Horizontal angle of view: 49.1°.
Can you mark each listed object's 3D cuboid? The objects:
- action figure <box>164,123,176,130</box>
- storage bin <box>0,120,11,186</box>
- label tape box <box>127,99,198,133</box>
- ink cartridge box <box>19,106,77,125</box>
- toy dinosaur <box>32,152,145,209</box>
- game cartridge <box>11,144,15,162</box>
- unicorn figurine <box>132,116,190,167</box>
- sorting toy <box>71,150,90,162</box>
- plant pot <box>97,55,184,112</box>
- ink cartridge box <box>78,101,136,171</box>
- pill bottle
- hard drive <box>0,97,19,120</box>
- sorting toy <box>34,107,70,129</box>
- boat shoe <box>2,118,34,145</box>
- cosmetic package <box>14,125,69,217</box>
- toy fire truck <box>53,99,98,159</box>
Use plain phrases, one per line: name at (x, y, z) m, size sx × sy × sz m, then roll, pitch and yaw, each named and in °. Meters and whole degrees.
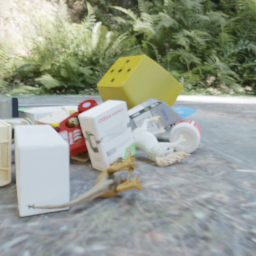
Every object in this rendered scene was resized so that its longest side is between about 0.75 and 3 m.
action figure at (1.180, -0.657, 13.765) m, size 2.718 × 1.387 × 1.616 m, roll 12°, pitch 21°, yaw 12°
storage bin at (-3.268, 0.569, 6.685) m, size 0.666 × 1.410 × 1.420 m, roll -1°, pitch 7°, yaw -33°
label tape box at (0.851, -0.445, 10.715) m, size 2.936 × 0.929 × 2.117 m, roll -28°, pitch 12°, yaw -2°
ink cartridge box at (-3.165, -0.276, 12.369) m, size 2.903 × 1.219 × 2.102 m, roll -8°, pitch 12°, yaw -41°
toy dinosaur at (-0.456, 1.200, 5.783) m, size 1.401 × 0.797 × 2.638 m, roll -29°, pitch -3°, yaw 24°
game cartridge at (-4.001, 0.822, 8.753) m, size 1.066 × 0.316 × 1.644 m, roll -9°, pitch 12°, yaw -23°
unicorn figurine at (0.594, 0.410, 8.659) m, size 1.678 × 0.902 × 2.444 m, roll -30°, pitch 31°, yaw -21°
sorting toy at (-1.240, 0.515, 9.093) m, size 2.369 × 0.317 × 1.765 m, roll 10°, pitch 30°, yaw 34°
plant pot at (0.316, -1.818, 13.507) m, size 2.948 × 2.600 × 2.947 m, roll 11°, pitch 59°, yaw 51°
ink cartridge box at (-0.524, 0.198, 7.582) m, size 0.676 × 1.609 × 1.171 m, roll 10°, pitch 31°, yaw 43°
pill bottle at (2.068, 0.241, 9.971) m, size 1.011 × 1.011 × 1.800 m, roll 3°, pitch 10°, yaw 17°
hard drive at (-5.123, -0.428, 11.441) m, size 2.030 × 1.417 × 0.334 m, roll -3°, pitch -1°, yaw 40°
sorting toy at (-2.584, 0.102, 9.949) m, size 0.737 × 1.242 × 1.379 m, roll 28°, pitch 35°, yaw 18°
boat shoe at (-4.170, 0.217, 8.183) m, size 2.620 × 0.979 × 0.896 m, roll -14°, pitch 8°, yaw -2°
cosmetic package at (-1.969, 0.736, 6.102) m, size 0.907 × 1.291 × 2.546 m, roll -2°, pitch 10°, yaw -23°
toy fire truck at (-1.549, 0.084, 8.693) m, size 1.662 × 1.110 × 1.979 m, roll -19°, pitch 39°, yaw -4°
